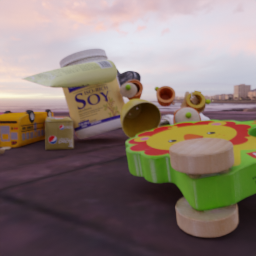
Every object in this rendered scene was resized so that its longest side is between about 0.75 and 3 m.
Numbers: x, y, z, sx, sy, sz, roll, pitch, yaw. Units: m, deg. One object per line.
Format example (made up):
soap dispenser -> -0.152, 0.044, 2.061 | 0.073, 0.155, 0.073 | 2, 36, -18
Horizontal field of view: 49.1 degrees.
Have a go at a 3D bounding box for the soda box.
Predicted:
soda box -> -2.017, 0.093, 8.112 | 0.716, 0.757, 2.235 | -1, 5, -16

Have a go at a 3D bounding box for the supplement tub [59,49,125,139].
supplement tub -> -1.088, -1.033, 8.810 | 1.785, 2.455, 1.785 | -17, 0, 0

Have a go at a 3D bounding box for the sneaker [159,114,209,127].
sneaker -> 1.840, -0.195, 10.177 | 1.569, 1.000, 2.716 | 3, 6, -1

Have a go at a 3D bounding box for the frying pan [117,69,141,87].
frying pan -> -0.124, -1.855, 9.939 | 1.178, 1.947, 0.317 | -21, -42, 21

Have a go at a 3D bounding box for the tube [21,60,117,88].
tube -> -1.274, -1.258, 6.843 | 0.707, 0.632, 2.436 | -33, -7, 40

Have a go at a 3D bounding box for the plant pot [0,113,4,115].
plant pot -> -4.659, -0.035, 9.891 | 0.850, 0.850, 0.761 | 1, 21, 9

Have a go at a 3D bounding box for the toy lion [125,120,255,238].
toy lion -> 1.182, 0.252, 3.434 | 2.384, 0.819, 2.286 | -10, 12, -3

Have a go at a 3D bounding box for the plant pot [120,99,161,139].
plant pot -> 0.207, -0.307, 6.668 | 0.970, 0.970, 0.688 | -2, 29, -21

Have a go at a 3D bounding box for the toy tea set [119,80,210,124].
toy tea set -> 0.983, -0.677, 7.934 | 2.645, 1.573, 0.979 | 12, -23, 8

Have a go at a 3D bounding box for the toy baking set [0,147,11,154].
toy baking set -> -3.507, 0.508, 6.524 | 1.705, 0.198, 1.309 | -4, 6, -39

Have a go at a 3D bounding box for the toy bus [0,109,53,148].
toy bus -> -3.094, -0.063, 8.601 | 0.813, 0.978, 2.499 | -1, 5, 6
